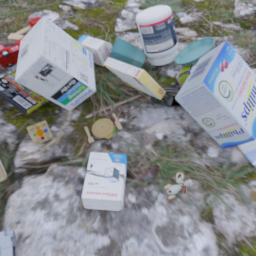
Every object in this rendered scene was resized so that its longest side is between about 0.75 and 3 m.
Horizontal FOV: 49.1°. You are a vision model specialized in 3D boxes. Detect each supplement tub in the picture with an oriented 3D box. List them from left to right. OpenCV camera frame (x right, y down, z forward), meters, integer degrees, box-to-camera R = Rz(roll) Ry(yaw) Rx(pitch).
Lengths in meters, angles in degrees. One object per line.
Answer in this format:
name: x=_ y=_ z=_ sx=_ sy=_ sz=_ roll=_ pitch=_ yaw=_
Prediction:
supplement tub: x=1.202 y=-3.695 z=11.255 sx=1.407 sy=2.005 sz=1.407 roll=-13 pitch=36 yaw=10

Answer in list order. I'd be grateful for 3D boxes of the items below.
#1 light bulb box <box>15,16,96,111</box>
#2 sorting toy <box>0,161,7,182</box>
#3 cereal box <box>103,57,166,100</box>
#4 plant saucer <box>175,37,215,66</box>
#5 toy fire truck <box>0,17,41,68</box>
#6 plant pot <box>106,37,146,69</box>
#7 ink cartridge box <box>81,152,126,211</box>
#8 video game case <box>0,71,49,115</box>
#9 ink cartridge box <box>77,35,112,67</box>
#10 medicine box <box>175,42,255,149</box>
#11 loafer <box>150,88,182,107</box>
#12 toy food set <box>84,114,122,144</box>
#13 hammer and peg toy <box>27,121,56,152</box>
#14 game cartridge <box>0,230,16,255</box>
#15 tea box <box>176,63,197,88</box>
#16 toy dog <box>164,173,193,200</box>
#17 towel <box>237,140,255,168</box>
light bulb box: x=-2.496 y=-2.214 z=9.931 sx=1.431 sy=2.293 sz=2.273 roll=-33 pitch=47 yaw=26
sorting toy: x=-4.684 y=1.198 z=8.755 sx=1.298 sy=0.233 sz=1.742 roll=-27 pitch=57 yaw=-20
cereal box: x=0.211 y=-1.759 z=9.883 sx=2.039 sy=1.467 sz=0.403 roll=32 pitch=88 yaw=44
plant saucer: x=2.602 y=-2.873 z=10.789 sx=1.638 sy=0.294 sz=1.638 roll=-28 pitch=29 yaw=17
toy fire truck: x=-4.681 y=-3.825 z=12.398 sx=2.742 sy=0.668 sz=1.934 roll=-29 pitch=57 yaw=-20
plant pot: x=-0.041 y=-2.838 z=11.431 sx=1.364 sy=0.964 sz=0.964 roll=19 pitch=52 yaw=-4
ink cartridge box: x=-0.660 y=1.542 z=8.207 sx=1.127 sy=0.661 sz=1.539 roll=3 pitch=48 yaw=2
video game case: x=-3.823 y=-1.345 z=10.165 sx=1.726 sy=0.220 sz=1.560 roll=35 pitch=40 yaw=5
ink cartridge box: x=-1.292 y=-3.120 z=11.460 sx=1.607 sy=0.925 sz=0.545 roll=26 pitch=67 yaw=33
medicine box: x=3.161 y=-1.039 z=9.129 sx=2.506 sy=1.290 sz=2.282 roll=43 pitch=57 yaw=-13
loafer: x=1.707 y=-1.027 z=10.134 sx=1.884 sy=0.677 sz=0.593 roll=2 pitch=51 yaw=11
toy food set: x=-0.854 y=0.055 z=9.645 sx=1.215 sy=0.244 sz=0.839 roll=-24 pitch=57 yaw=-4
hammer and peg toy: x=-2.855 y=0.293 z=9.313 sx=0.692 sy=0.332 sz=0.941 roll=-25 pitch=91 yaw=-28
game cartridge: x=-3.443 y=3.738 z=6.680 sx=1.495 sy=0.454 sz=2.242 roll=-10 pitch=52 yaw=-12
tea box: x=2.397 y=-2.021 z=10.691 sx=0.849 sy=0.577 sz=0.863 roll=-17 pitch=28 yaw=38
toy dog: x=1.421 y=1.710 z=8.044 sx=0.564 sy=0.412 sz=0.855 roll=43 pitch=87 yaw=15
towel: x=4.643 y=0.867 z=9.008 sx=1.567 sy=0.254 sz=2.134 roll=-22 pitch=55 yaw=-15
